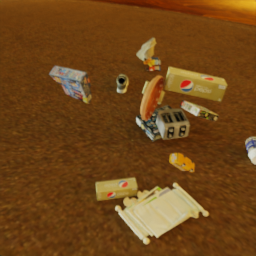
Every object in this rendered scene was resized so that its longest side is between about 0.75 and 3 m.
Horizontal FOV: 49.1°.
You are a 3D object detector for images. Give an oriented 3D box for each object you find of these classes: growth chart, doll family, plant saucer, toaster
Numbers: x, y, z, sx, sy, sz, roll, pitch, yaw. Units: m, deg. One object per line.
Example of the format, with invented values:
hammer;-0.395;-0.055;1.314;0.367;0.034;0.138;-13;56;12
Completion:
growth chart;0.975;2.478;8.570;2.402;0.213;1.738;-18;40;-22
doll family;1.391;-4.038;16.917;1.011;0.734;1.629;0;37;0
plant saucer;0.884;-1.150;10.733;0.288;1.785;1.785;22;41;16
toaster;1.743;-0.179;11.089;1.072;0.704;1.186;-7;45;-11

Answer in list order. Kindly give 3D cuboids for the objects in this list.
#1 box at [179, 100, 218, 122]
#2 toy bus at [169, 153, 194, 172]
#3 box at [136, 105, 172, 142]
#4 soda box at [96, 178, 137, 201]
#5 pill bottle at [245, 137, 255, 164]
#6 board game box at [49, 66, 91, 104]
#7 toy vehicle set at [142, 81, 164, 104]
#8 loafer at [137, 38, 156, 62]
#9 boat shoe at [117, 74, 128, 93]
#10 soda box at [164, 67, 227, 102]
box;2.698;-0.631;10.564;1.537;0.267;0.846;9;22;-48
toy bus;1.618;1.047;8.277;0.361;0.923;0.301;-15;57;36
box;1.413;-0.237;11.957;1.728;0.397;1.373;-20;47;-23
soda box;-0.376;1.981;9.066;1.306;0.418;0.442;-5;37;-8
pill bottle;4.761;0.858;10.442;0.584;0.584;1.009;5;37;7
board game box;-2.150;-1.712;10.579;1.486;1.487;0.459;24;67;15
toy vehicle set;1.055;-1.463;11.708;0.926;0.123;0.575;30;65;-19
loafer;0.937;-3.582;12.948;0.652;1.722;0.588;-41;94;-14
boat shoe;-0.297;-2.532;15.030;0.622;0.560;1.759;0;37;0
soda box;2.537;-1.671;10.696;2.207;0.707;0.748;13;30;1
